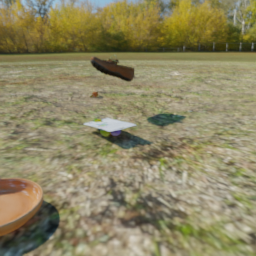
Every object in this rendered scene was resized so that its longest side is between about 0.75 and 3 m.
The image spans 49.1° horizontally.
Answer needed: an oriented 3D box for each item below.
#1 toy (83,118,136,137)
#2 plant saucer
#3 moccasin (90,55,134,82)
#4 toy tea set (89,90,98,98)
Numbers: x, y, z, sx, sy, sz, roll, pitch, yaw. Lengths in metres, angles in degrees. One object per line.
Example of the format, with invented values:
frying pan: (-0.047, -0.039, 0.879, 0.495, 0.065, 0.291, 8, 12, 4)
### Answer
toy: (-0.634, 0.025, 9.245, 1.020, 0.418, 1.772, -15, 20, -32)
plant saucer: (-2.368, 1.399, 4.893, 1.719, 0.322, 1.719, -1, 17, 0)
moccasin: (-0.637, -2.684, 12.177, 2.107, 0.813, 0.771, 14, -4, -23)
toy tea set: (-1.853, -1.859, 15.812, 0.509, 0.317, 0.857, -27, 15, 16)
